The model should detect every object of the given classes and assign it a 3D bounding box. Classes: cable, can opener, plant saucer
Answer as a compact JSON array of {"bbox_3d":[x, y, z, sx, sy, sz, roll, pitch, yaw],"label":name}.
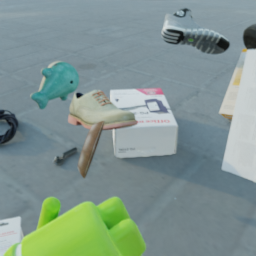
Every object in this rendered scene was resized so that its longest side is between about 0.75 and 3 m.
[{"bbox_3d":[-5.016,-0.001,10.404,1.774,0.552,2.174,-15,37,-22],"label":"cable"},{"bbox_3d":[-2.075,0.946,9.288,0.951,0.250,0.316,-33,80,-38],"label":"can opener"},{"bbox_3d":[-0.718,0.378,5.267,0.211,1.154,1.154,18,33,-4],"label":"plant saucer"}]

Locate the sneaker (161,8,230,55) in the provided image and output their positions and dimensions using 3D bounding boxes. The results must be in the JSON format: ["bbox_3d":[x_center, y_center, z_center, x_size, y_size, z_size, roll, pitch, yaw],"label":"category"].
[{"bbox_3d":[2.056,-3.017,8.390,2.109,0.791,1.218,11,63,-12],"label":"sneaker"}]

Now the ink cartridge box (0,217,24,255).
[{"bbox_3d":[-2.770,2.768,6.162,0.860,0.507,1.494,-8,34,-13],"label":"ink cartridge box"}]

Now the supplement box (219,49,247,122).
[{"bbox_3d":[3.667,-1.140,7.959,0.781,2.124,1.338,26,-5,-40],"label":"supplement box"}]

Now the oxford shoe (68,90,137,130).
[{"bbox_3d":[-0.775,-0.478,7.132,0.920,0.959,2.599,-5,11,-43],"label":"oxford shoe"}]

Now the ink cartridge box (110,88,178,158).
[{"bbox_3d":[0.448,-0.293,10.230,2.088,1.216,2.885,-3,33,-5],"label":"ink cartridge box"}]

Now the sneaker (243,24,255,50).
[{"bbox_3d":[3.267,-1.048,6.781,1.469,2.817,0.846,-31,-5,-7],"label":"sneaker"}]

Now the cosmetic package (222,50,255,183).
[{"bbox_3d":[3.011,-0.133,5.278,0.670,2.593,1.955,4,10,-35],"label":"cosmetic package"}]

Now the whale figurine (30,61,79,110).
[{"bbox_3d":[-2.170,-1.267,8.540,0.849,1.302,1.636,21,62,37],"label":"whale figurine"}]

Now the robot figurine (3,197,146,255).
[{"bbox_3d":[-0.826,1.866,3.869,2.104,1.217,1.846,-29,41,-10],"label":"robot figurine"}]
